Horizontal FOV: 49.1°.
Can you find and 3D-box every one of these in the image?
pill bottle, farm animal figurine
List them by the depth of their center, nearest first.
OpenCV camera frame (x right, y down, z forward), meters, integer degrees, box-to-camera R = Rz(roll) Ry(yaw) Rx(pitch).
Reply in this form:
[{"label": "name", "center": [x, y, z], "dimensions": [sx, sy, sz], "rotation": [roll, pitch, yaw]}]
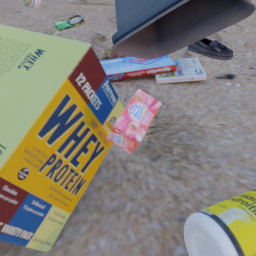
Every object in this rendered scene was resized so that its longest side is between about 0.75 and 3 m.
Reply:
[{"label": "pill bottle", "center": [1.883, 1.457, 3.982], "dimensions": [1.972, 1.105, 1.105], "rotation": [-14, 35, -21]}, {"label": "farm animal figurine", "center": [-0.305, -3.199, 11.716], "dimensions": [1.294, 0.675, 1.280], "rotation": [-8, 33, -13]}]

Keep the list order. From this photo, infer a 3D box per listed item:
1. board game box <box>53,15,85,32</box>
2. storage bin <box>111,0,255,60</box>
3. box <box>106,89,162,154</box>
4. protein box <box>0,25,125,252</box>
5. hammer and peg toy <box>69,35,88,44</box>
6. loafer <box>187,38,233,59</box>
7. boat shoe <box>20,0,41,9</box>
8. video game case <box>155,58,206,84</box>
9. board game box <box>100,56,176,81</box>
[{"label": "board game box", "center": [-1.809, -3.224, 8.611], "dimensions": [0.861, 0.101, 0.451], "rotation": [-26, 57, -20]}, {"label": "storage bin", "center": [0.818, -2.372, 4.919], "dimensions": [1.679, 1.549, 2.307], "rotation": [-4, -7, -45]}, {"label": "box", "center": [0.087, -0.100, 3.796], "dimensions": [0.403, 0.371, 0.785], "rotation": [33, 53, 1]}, {"label": "protein box", "center": [-1.955, -0.003, 4.613], "dimensions": [2.709, 1.828, 2.689], "rotation": [20, 68, 28]}, {"label": "hammer and peg toy", "center": [-2.989, -2.745, 10.684], "dimensions": [2.976, 1.050, 2.189], "rotation": [-7, 31, -10]}, {"label": "loafer", "center": [3.594, -3.613, 12.337], "dimensions": [0.805, 0.706, 2.241], "rotation": [-26, 41, -35]}, {"label": "boat shoe", "center": [-1.972, -2.657, 4.514], "dimensions": [0.547, 1.520, 0.471], "rotation": [-7, 27, 41]}, {"label": "video game case", "center": [1.847, -2.152, 10.377], "dimensions": [1.706, 0.207, 1.875], "rotation": [-4, 33, 4]}, {"label": "board game box", "center": [0.121, -2.266, 10.390], "dimensions": [2.967, 0.288, 1.527], "rotation": [-9, 34, -5]}]
